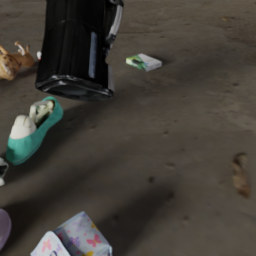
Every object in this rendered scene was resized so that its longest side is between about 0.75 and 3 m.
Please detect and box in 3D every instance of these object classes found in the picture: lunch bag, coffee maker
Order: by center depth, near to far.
[{"bbox_3d":[-1.048,2.363,5.215,1.238,0.787,1.050,-28,43,-25],"label":"lunch bag"},{"bbox_3d":[-1.558,-2.275,7.272,2.730,2.842,1.914,8,-12,-20],"label":"coffee maker"}]

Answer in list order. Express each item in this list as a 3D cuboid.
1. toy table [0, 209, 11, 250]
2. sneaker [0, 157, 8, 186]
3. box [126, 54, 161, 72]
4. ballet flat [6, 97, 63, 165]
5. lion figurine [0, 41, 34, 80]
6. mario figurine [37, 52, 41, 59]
[{"bbox_3d":[-3.217,2.041,5.406,1.687,1.074,1.835,8,37,12],"label":"toy table"},{"bbox_3d":[-3.540,0.965,7.373,0.728,0.610,1.646,-12,46,-16],"label":"sneaker"},{"bbox_3d":[0.746,-3.146,13.439,1.018,0.256,1.410,-27,42,-33],"label":"box"},{"bbox_3d":[-2.908,-0.117,8.490,0.943,0.986,2.801,-1,34,19],"label":"ballet flat"},{"bbox_3d":[-5.013,-3.084,12.744,1.576,0.933,2.574,47,40,4],"label":"lion figurine"},{"bbox_3d":[-3.571,-3.058,12.826,0.973,0.835,1.576,-14,36,-15],"label":"mario figurine"}]
